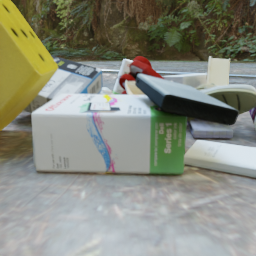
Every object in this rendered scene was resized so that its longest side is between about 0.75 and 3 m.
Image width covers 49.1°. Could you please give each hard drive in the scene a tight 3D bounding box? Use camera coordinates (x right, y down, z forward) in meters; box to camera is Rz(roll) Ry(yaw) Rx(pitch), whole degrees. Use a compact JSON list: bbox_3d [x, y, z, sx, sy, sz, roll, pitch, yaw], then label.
[{"bbox_3d":[2.213,0.630,5.857,1.813,0.238,1.196,9,18,26],"label":"hard drive"},{"bbox_3d":[1.028,-0.613,5.582,1.417,0.334,2.030,11,17,-15],"label":"hard drive"}]

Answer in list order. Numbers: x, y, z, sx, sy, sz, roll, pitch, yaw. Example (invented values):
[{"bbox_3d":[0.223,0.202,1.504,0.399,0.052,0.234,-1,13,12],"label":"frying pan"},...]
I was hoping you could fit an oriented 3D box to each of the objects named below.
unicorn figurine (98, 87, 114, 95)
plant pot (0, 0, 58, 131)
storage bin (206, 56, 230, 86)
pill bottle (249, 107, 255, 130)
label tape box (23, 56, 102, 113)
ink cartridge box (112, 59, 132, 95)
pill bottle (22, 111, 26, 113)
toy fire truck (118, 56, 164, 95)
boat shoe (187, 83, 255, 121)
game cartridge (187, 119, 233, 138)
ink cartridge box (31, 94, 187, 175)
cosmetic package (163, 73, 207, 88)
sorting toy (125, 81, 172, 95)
[{"bbox_3d":[-1.127,-1.063,10.269,1.678,0.902,2.444,-11,27,13],"label":"unicorn figurine"},{"bbox_3d":[-3.373,-1.418,6.367,2.600,2.947,2.948,-32,15,8],"label":"plant pot"},{"bbox_3d":[2.896,-1.340,9.258,0.666,1.420,1.410,6,-23,13],"label":"storage bin"},{"bbox_3d":[3.829,-0.312,7.387,1.039,1.039,1.865,4,29,12],"label":"pill bottle"},{"bbox_3d":[-2.618,-1.402,9.088,2.936,0.929,2.117,18,44,13],"label":"label tape box"},{"bbox_3d":[0.151,-1.652,10.582,1.171,1.609,0.676,16,15,-10],"label":"ink cartridge box"},{"bbox_3d":[-3.013,-1.059,10.218,1.800,1.011,1.011,-13,21,-40],"label":"pill bottle"},{"bbox_3d":[0.666,-1.302,9.189,1.662,1.979,1.110,27,64,17],"label":"toy fire truck"},{"bbox_3d":[2.294,-0.852,7.988,2.620,0.979,0.896,-7,42,31],"label":"boat shoe"},{"bbox_3d":[2.314,-0.040,8.098,1.066,0.316,1.644,5,17,4],"label":"game cartridge"},{"bbox_3d":[-0.337,0.018,6.149,2.903,1.219,2.102,1,17,3],"label":"ink cartridge box"},{"bbox_3d":[2.327,-1.379,10.602,0.907,1.291,2.546,9,15,40],"label":"cosmetic package"},{"bbox_3d":[0.557,-0.838,7.854,1.379,0.737,1.242,1,25,6],"label":"sorting toy"}]
